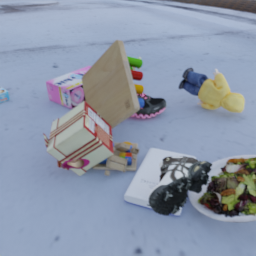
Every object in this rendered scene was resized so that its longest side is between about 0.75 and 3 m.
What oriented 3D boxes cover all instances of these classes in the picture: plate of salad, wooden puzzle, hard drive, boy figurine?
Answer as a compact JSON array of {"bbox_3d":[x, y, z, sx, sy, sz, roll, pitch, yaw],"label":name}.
[{"bbox_3d":[2.737,1.298,6.959,2.596,0.624,2.596,-18,22,7],"label":"plate of salad"},{"bbox_3d":[-0.368,0.788,8.667,1.291,0.323,1.394,2,32,3],"label":"wooden puzzle"},{"bbox_3d":[0.958,1.378,7.720,1.435,0.276,2.175,11,33,19],"label":"hard drive"},{"bbox_3d":[3.373,-1.485,11.094,2.708,1.684,0.872,31,39,25],"label":"boy figurine"}]

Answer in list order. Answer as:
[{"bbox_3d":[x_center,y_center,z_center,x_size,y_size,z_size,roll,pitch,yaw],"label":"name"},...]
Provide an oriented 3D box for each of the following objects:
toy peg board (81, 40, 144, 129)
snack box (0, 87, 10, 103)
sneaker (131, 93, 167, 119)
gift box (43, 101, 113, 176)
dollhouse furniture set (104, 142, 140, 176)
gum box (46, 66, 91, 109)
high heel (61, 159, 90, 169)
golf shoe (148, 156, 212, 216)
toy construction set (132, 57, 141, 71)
[{"bbox_3d":[-0.322,-1.181,9.424,1.172,2.397,2.387,1,68,-39],"label":"toy peg board"},{"bbox_3d":[-6.429,-1.181,11.727,1.391,0.444,2.394,26,40,35],"label":"snack box"},{"bbox_3d":[0.108,-1.153,10.829,2.814,1.342,1.112,1,26,1],"label":"sneaker"},{"bbox_3d":[-1.467,0.240,7.972,1.494,1.600,1.477,-34,30,18],"label":"gift box"},{"bbox_3d":[-0.228,1.002,8.164,0.878,0.502,1.029,20,69,-19],"label":"dollhouse furniture set"},{"bbox_3d":[-2.012,-1.884,12.370,1.530,0.892,2.697,21,38,34],"label":"gum box"},{"bbox_3d":[-1.233,0.876,6.849,0.765,0.258,0.368,-9,-10,-35],"label":"high heel"},{"bbox_3d":[0.989,1.219,6.426,1.075,0.885,2.276,25,23,34],"label":"golf shoe"},{"bbox_3d":[-0.134,-2.369,10.846,1.503,0.986,0.692,-2,-15,-27],"label":"toy construction set"}]
